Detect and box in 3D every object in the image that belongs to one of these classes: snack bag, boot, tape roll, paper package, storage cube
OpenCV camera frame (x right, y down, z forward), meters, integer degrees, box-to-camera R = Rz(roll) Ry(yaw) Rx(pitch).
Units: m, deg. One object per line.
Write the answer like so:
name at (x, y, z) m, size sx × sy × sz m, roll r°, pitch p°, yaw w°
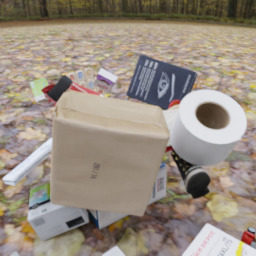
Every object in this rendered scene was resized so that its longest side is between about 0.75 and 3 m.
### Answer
snack bag at (-2.768, 0.869, 8.720) m, size 2.425 × 0.260 × 2.286 m, roll -45°, pitch 13°, yaw -28°
boot at (1.755, 1.130, 8.079) m, size 0.724 × 1.979 × 1.490 m, roll -26°, pitch 57°, yaw 7°
tape roll at (2.132, 0.009, 7.702) m, size 1.785 × 1.225 × 1.785 m, roll 3°, pitch 56°, yaw -4°
boot at (-2.335, -0.366, 9.900) m, size 2.088 × 2.895 × 1.048 m, roll 28°, pitch 23°, yaw -16°
paper package at (-0.564, 0.725, 7.335) m, size 2.713 × 2.846 × 1.472 m, roll 10°, pitch 33°, yaw -5°
storage cube at (1.014, 0.189, 9.087) m, size 1.176 × 1.376 × 1.237 m, roll -5°, pitch -17°, yaw -37°

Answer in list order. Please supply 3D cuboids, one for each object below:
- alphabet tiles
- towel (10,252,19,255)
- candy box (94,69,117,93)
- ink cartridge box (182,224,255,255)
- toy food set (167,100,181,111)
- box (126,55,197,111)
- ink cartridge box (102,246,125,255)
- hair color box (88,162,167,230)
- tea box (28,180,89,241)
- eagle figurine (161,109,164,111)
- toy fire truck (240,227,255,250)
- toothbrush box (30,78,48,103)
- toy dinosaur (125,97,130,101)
alphabet tiles at (-1.983, -1.520, 12.495) m, size 2.139 × 2.092 × 0.156 m, roll -25°, pitch 33°, yaw -33°
towel at (-3.309, 4.125, 7.635) m, size 1.175 × 0.211 × 1.220 m, roll 26°, pitch 36°, yaw 34°
candy box at (-0.926, -1.888, 11.324) m, size 0.749 × 0.893 × 0.319 m, roll 27°, pitch 62°, yaw -7°
ink cartridge box at (2.390, 3.844, 6.506) m, size 2.321 × 1.695 × 1.703 m, roll 22°, pitch 35°, yaw 34°
toy food set at (1.926, -0.058, 10.444) m, size 2.011 × 1.991 × 0.489 m, roll -39°, pitch 31°, yaw 7°
box at (1.440, -1.791, 11.999) m, size 2.532 × 1.874 × 1.321 m, roll 22°, pitch 7°, yaw 10°
ink cartridge box at (-0.287, 4.050, 7.235) m, size 1.127 × 0.647 × 1.552 m, roll -20°, pitch 35°, yaw -32°
hair color box at (-0.004, 2.178, 9.782) m, size 2.844 × 1.422 × 0.861 m, roll -18°, pitch 31°, yaw -28°
tea box at (-2.286, 2.509, 9.216) m, size 1.602 × 1.070 × 1.576 m, roll -21°, pitch 31°, yaw -5°
eagle figurine at (1.305, -0.971, 15.610) m, size 2.033 × 1.534 × 1.543 m, roll -23°, pitch 5°, yaw -4°
toy fire truck at (3.705, 3.598, 8.195) m, size 0.943 × 0.689 × 1.072 m, roll 23°, pitch 26°, yaw 34°
toothbrush box at (-3.871, -1.661, 12.470) m, size 0.668 × 0.918 × 0.395 m, roll -22°, pitch -8°, yaw 4°
toy dinosaur at (-0.455, -0.807, 16.020) m, size 2.575 × 2.837 × 1.490 m, roll 21°, pitch -9°, yaw -8°
